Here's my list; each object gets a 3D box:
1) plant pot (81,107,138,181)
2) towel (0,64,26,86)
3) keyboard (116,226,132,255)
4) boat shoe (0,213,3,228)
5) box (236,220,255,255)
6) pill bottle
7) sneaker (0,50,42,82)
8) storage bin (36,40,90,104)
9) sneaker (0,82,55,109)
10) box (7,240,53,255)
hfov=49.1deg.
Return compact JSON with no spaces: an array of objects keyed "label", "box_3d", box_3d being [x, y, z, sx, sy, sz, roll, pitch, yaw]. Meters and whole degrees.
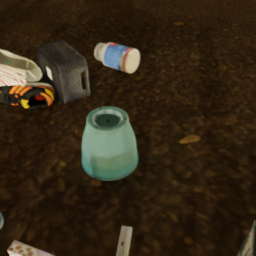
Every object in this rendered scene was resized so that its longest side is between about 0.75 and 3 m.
[{"label":"plant pot","box_3d":[-0.568,0.335,8.044,1.714,1.610,1.714,-1,39,0]},{"label":"towel","box_3d":[-4.479,-1.389,7.579,2.995,0.448,2.192,-1,-5,38]},{"label":"keyboard","box_3d":[-0.098,2.675,6.441,0.253,0.048,0.899,2,39,10]},{"label":"boat shoe","box_3d":[-3.954,2.466,6.022,2.426,0.878,0.876,-31,48,-32]},{"label":"box","box_3d":[2.266,2.760,4.907,0.724,1.837,1.296,16,42,19]},{"label":"pill bottle","box_3d":[-0.555,-3.271,12.823,1.958,1.099,1.099,22,44,24]},{"label":"sneaker","box_3d":[-3.652,-2.086,8.927,1.866,0.656,0.748,24,13,-29]},{"label":"storage bin","box_3d":[-2.624,-2.278,11.176,1.146,1.652,2.444,-23,45,-26]},{"label":"sneaker","box_3d":[-3.995,-1.162,10.466,2.377,0.831,1.070,-1,36,-5]},{"label":"box","box_3d":[-1.956,2.829,6.065,1.362,0.282,0.263,13,41,16]}]
